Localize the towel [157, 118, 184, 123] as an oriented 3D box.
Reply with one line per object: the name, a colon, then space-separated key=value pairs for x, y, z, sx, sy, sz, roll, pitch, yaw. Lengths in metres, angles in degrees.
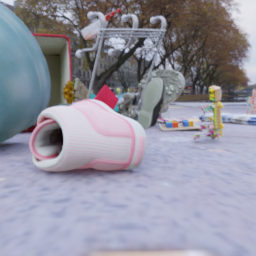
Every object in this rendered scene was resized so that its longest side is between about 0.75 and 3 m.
towel: x=1.565 y=-0.257 z=10.450 sx=1.089 sy=0.124 sz=0.784 roll=-3 pitch=8 yaw=-15

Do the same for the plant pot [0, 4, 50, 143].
plant pot: x=-2.948 y=-0.675 z=4.588 sx=2.714 sy=2.714 sz=1.818 roll=2 pitch=30 yaw=18

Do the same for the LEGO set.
LEGO set: x=1.590 y=-0.144 z=5.720 sx=0.564 sy=0.697 sz=1.516 roll=-8 pitch=-33 yaw=7

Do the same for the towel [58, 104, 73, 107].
towel: x=-1.178 y=-0.190 z=6.817 sx=0.120 sy=0.813 sz=1.109 roll=-9 pitch=-2 yaw=44

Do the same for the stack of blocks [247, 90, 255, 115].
stack of blocks: x=5.780 y=-1.035 z=12.217 sx=0.646 sy=1.270 sz=2.205 roll=1 pitch=6 yaw=10

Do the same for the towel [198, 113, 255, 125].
towel: x=4.128 y=-0.349 z=10.525 sx=2.457 sy=0.293 sz=1.805 roll=6 pitch=9 yaw=43

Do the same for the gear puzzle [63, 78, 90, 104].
gear puzzle: x=-1.424 y=-0.679 z=7.669 sx=0.305 sy=1.207 sz=2.330 roll=1 pitch=-6 yaw=4

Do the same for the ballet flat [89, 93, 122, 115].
ballet flat: x=-1.122 y=-0.672 z=10.099 sx=0.840 sy=0.835 sz=2.456 roll=-37 pitch=-29 yaw=23

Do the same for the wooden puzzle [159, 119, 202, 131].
wooden puzzle: x=1.520 y=-0.093 z=8.312 sx=1.186 sy=0.275 sz=1.099 roll=1 pitch=6 yaw=4

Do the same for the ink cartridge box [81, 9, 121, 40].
ink cartridge box: x=-0.741 y=-3.116 z=8.477 sx=1.298 sy=0.325 sz=1.052 roll=-25 pitch=16 yaw=10

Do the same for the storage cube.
storage cube: x=-3.036 y=-1.281 z=8.360 sx=2.359 sy=2.759 sz=2.480 roll=-3 pitch=1 yaw=-20

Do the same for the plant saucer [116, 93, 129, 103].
plant saucer: x=-0.741 y=-0.984 z=11.393 sx=2.101 sy=0.199 sz=0.735 roll=-19 pitch=30 yaw=-24

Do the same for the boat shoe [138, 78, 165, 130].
boat shoe: x=0.376 y=-0.362 z=4.169 sx=0.248 sy=0.822 sz=0.293 roll=-12 pitch=39 yaw=-44

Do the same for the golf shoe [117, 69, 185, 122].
golf shoe: x=0.933 y=-0.986 z=9.052 sx=1.453 sy=1.170 sz=2.988 roll=-2 pitch=-14 yaw=-35

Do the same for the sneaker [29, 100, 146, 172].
sneaker: x=-0.896 y=0.028 z=4.219 sx=1.285 sy=0.925 sz=2.459 roll=2 pitch=9 yaw=-30

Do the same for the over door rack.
over door rack: x=-0.255 y=-1.494 z=7.513 sx=2.207 sy=2.988 sz=0.995 roll=-15 pitch=36 yaw=-37

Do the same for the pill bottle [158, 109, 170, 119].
pill bottle: x=1.316 y=-0.586 z=11.737 sx=0.485 sy=0.485 sz=0.870 roll=-5 pitch=8 yaw=-36

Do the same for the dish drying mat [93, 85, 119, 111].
dish drying mat: x=-0.799 y=-0.697 z=8.855 sx=0.175 sy=0.739 sz=1.923 roll=-35 pitch=17 yaw=30
